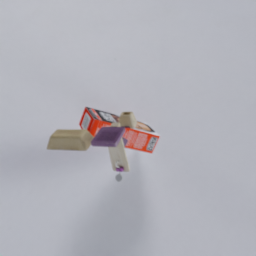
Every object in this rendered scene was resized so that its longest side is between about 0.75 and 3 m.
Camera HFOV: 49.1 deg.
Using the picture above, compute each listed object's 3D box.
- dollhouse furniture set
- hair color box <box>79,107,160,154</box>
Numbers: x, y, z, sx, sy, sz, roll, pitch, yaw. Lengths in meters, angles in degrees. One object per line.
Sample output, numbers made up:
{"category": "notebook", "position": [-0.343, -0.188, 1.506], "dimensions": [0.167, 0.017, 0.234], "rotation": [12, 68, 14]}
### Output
{"category": "dollhouse furniture set", "position": [-0.729, 0.462, 6.226], "dimensions": [1.711, 1.214, 1.355], "rotation": [0, 31, 19]}
{"category": "hair color box", "position": [-0.252, 0.075, 7.972], "dimensions": [2.062, 0.631, 1.047], "rotation": [15, 17, -28]}
